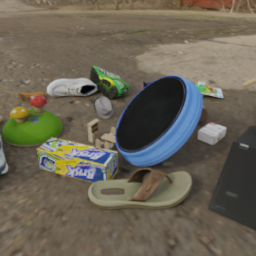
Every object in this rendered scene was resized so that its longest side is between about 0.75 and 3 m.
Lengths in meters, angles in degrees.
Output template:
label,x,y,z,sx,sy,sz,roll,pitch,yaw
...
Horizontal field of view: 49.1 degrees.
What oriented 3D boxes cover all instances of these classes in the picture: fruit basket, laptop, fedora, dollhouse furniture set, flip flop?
label,x,y,z,sx,sy,sz,roll,pitch,yaw
fruit basket,3.544,-1.671,12.301,1.168,0.548,1.082,8,29,9
laptop,3.593,1.208,6.458,2.448,2.614,1.515,19,-10,32
fedora,-0.857,-0.793,10.227,0.763,0.863,0.390,-32,0,-28
dollhouse furniture set,-0.738,0.190,8.740,0.986,0.642,0.906,15,32,26
flip flop,0.310,1.326,6.556,2.485,0.715,1.008,-2,28,-4

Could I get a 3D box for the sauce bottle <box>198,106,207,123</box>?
label,x,y,z,sx,sy,sz,roll,pitch,yaw
sauce bottle,2.290,-0.817,10.599,0.634,0.634,1.921,-7,25,-13

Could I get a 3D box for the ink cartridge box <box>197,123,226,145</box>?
label,x,y,z,sx,sy,sz,roll,pitch,yaw
ink cartridge box,2.710,0.182,9.070,0.588,0.343,0.808,24,35,37

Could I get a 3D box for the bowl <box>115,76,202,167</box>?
label,x,y,z,sx,sy,sz,roll,pitch,yaw
bowl,0.708,-0.277,7.791,2.804,0.550,2.804,-35,33,28

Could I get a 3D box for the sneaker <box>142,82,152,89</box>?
label,x,y,z,sx,sy,sz,roll,pitch,yaw
sneaker,0.751,-0.843,9.797,1.000,1.444,2.577,0,28,-1

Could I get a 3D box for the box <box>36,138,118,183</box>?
label,x,y,z,sx,sy,sz,roll,pitch,yaw
box,-1.340,0.872,7.453,2.065,0.664,0.723,10,29,19

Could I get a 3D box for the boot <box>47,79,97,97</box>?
label,x,y,z,sx,sy,sz,roll,pitch,yaw
boot,-2.378,-1.720,12.138,2.058,0.757,0.984,-18,28,-30

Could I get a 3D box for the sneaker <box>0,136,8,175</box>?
label,x,y,z,sx,sy,sz,roll,pitch,yaw
sneaker,-3.834,0.566,7.659,0.820,0.912,2.112,-7,29,-30

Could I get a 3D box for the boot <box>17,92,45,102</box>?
label,x,y,z,sx,sy,sz,roll,pitch,yaw
boot,-4.126,-1.397,11.951,0.987,0.378,0.766,12,31,21

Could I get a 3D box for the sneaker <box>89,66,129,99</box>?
label,x,y,z,sx,sy,sz,roll,pitch,yaw
sneaker,-0.945,-2.069,12.785,1.102,1.010,2.587,-12,39,-35

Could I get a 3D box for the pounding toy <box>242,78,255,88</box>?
label,x,y,z,sx,sy,sz,roll,pitch,yaw
pounding toy,4.394,-0.585,8.830,1.691,1.685,2.947,17,65,30

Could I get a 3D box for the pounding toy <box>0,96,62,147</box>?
label,x,y,z,sx,sy,sz,roll,pitch,yaw
pounding toy,-3.490,-0.367,9.219,2.501,1.160,1.930,0,28,-1
